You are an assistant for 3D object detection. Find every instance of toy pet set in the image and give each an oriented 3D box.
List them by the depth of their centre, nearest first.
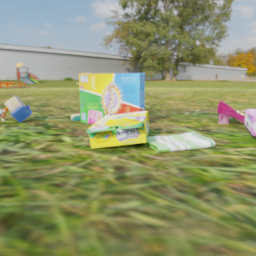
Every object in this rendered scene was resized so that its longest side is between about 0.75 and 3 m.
[{"bbox_3d":[-4.850,-0.471,11.424,1.655,0.941,1.773,-36,10,-1],"label":"toy pet set"}]

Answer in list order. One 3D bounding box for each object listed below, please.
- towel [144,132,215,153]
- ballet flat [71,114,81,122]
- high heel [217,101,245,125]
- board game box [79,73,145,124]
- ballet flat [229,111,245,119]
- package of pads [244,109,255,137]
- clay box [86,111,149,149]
[{"bbox_3d":[1.322,0.360,7.554,1.628,0.250,1.215,-4,10,-18],"label":"towel"},{"bbox_3d":[-1.935,-0.474,11.855,0.990,0.344,0.344,-4,11,-22],"label":"ballet flat"},{"bbox_3d":[4.442,-0.630,11.089,1.928,0.925,0.649,-1,10,-4],"label":"high heel"},{"bbox_3d":[-0.646,-1.107,10.777,2.601,1.990,0.524,4,12,25],"label":"board game box"},{"bbox_3d":[4.954,-0.559,12.236,1.019,0.384,0.346,5,11,26],"label":"ballet flat"},{"bbox_3d":[4.521,-0.163,9.097,1.155,0.725,1.917,6,11,14],"label":"package of pads"},{"bbox_3d":[-0.183,0.029,7.974,1.478,0.612,2.573,-7,10,8],"label":"clay box"}]
